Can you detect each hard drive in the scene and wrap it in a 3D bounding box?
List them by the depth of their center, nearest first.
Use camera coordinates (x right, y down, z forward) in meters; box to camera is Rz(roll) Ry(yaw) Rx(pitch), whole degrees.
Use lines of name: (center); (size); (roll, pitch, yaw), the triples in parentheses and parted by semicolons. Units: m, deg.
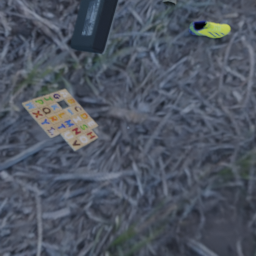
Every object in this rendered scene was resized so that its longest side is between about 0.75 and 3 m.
hard drive: (-0.621, -1.836, 4.825); (0.244, 1.487, 1.037); (11, 101, -28)

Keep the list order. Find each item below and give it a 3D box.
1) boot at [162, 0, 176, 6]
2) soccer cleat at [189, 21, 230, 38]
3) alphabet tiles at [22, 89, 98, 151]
boot: (1.252, -4.523, 9.242); (0.844, 0.337, 0.928); (13, 86, 5)
soccer cleat: (2.579, -3.127, 8.810); (1.314, 0.550, 0.425); (1, 79, 0)
alphabet tiles: (-1.358, -0.181, 6.068); (1.452, 0.055, 1.214); (47, 40, 10)
